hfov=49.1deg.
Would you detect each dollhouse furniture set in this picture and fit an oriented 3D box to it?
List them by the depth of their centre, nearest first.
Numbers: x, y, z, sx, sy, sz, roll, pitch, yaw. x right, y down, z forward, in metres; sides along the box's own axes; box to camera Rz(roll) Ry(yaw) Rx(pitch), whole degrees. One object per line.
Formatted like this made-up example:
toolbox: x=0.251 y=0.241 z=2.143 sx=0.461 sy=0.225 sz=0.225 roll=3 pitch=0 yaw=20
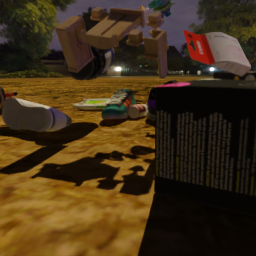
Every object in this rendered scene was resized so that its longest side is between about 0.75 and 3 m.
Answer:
dollhouse furniture set: x=-0.196 y=-2.162 z=7.240 sx=2.830 sy=1.253 sz=1.467 roll=16 pitch=50 yaw=26

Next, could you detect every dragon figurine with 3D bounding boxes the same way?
dragon figurine: x=1.439 y=-4.319 z=10.416 sx=0.825 sy=0.243 sz=0.410 roll=-30 pitch=-37 yaw=22

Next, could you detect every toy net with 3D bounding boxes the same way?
toy net: x=0.782 y=-3.623 z=8.594 sx=1.125 sy=0.414 sz=2.144 roll=9 pitch=47 yaw=45

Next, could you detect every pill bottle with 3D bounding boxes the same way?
pill bottle: x=-1.291 y=-2.369 z=9.564 sx=1.273 sy=1.273 sz=2.277 roll=2 pitch=23 yaw=11
pill bottle: x=0.401 y=-0.644 z=10.463 sx=0.459 sy=0.459 sz=0.838 roll=8 pitch=15 yaw=33

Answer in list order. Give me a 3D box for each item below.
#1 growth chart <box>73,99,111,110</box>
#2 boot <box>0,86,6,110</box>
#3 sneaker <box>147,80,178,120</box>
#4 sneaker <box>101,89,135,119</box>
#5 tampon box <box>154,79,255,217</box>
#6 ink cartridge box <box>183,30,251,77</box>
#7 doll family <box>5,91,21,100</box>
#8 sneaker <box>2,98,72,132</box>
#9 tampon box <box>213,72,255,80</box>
growth chart: x=-1.524 y=-1.136 z=13.233 sx=2.135 sy=0.262 sz=2.950 roll=-1 pitch=12 yaw=2
boot: x=-6.297 y=-0.937 z=10.929 sx=2.796 sy=1.083 sz=1.934 roll=-8 pitch=11 yaw=34
sneaker: x=1.611 y=-0.866 z=9.241 sx=0.984 sy=1.408 sz=2.831 roll=-9 pitch=15 yaw=-38
sneaker: x=-0.354 y=-0.905 z=10.251 sx=0.899 sy=1.006 sz=2.519 roll=-1 pitch=11 yaw=16
tampon box: x=1.949 y=0.144 z=4.121 sx=2.608 sy=1.646 sz=1.954 roll=7 pitch=14 yaw=30
ink cartridge box: x=2.562 y=-2.312 z=8.124 sx=1.778 sy=0.507 sz=1.445 roll=16 pitch=47 yaw=-23
doll family: x=-5.423 y=-1.200 z=12.942 sx=0.964 sy=0.700 sz=1.553 roll=-14 pitch=0 yaw=-25
sneaker: x=-2.871 y=-0.361 z=8.532 sx=2.434 sy=0.930 sz=0.980 roll=17 pitch=12 yaw=30
tampon box: x=4.256 y=-1.133 z=9.852 sx=2.216 sy=1.660 sz=1.399 roll=-6 pitch=14 yaw=-26
